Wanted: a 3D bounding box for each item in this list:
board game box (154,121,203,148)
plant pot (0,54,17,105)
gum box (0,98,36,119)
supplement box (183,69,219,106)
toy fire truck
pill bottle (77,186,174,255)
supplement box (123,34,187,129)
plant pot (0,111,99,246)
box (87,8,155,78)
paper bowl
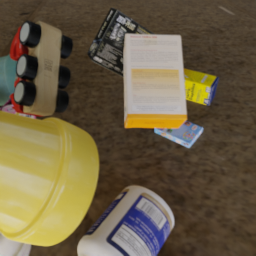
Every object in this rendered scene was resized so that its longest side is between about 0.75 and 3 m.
[{"bbox_3d":[1.991,0.080,11.074,1.542,0.282,1.166,25,46,27],"label":"board game box"},{"bbox_3d":[-5.380,-2.003,12.145,2.410,2.461,2.461,-7,40,3],"label":"plant pot"},{"bbox_3d":[-4.401,-0.248,10.743,0.704,1.208,2.128,9,40,10],"label":"gum box"},{"bbox_3d":[3.067,-1.909,12.907,1.840,1.001,1.008,19,43,22],"label":"supplement box"},{"bbox_3d":[-2.944,-1.551,8.648,2.849,2.507,1.833,-4,-9,43],"label":"toy fire truck"},{"bbox_3d":[-0.218,2.853,6.662,1.641,1.641,2.741,24,45,26],"label":"pill bottle"},{"bbox_3d":[0.755,-1.429,8.690,1.756,1.024,2.786,1,75,-5],"label":"supplement box"},{"bbox_3d":[-2.437,0.835,5.784,2.573,2.734,2.734,29,21,-39],"label":"plant pot"},{"bbox_3d":[-0.016,-3.057,10.851,2.457,2.012,1.058,23,19,-27],"label":"box"},{"bbox_3d":[-3.526,2.909,7.130,1.893,0.984,1.893,0,38,0],"label":"paper bowl"}]
